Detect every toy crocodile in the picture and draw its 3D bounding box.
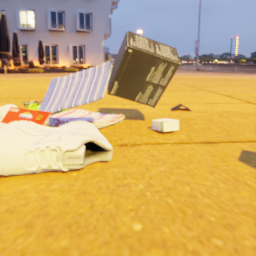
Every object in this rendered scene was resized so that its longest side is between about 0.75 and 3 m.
[{"bbox_3d":[-3.512,-0.759,11.825,0.736,0.673,2.181,10,21,30],"label":"toy crocodile"}]

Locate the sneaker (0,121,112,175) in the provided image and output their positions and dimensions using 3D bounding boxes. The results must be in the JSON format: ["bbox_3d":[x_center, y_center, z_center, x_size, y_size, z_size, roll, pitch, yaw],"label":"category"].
[{"bbox_3d":[-1.634,0.444,5.987,2.932,1.092,1.277,-11,22,-36],"label":"sneaker"}]

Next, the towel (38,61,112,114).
[{"bbox_3d":[-1.462,-1.077,7.615,2.051,0.245,1.485,-12,45,23],"label":"towel"}]

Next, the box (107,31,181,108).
[{"bbox_3d":[0.451,-1.914,9.472,1.825,2.004,1.043,14,42,-17],"label":"box"}]

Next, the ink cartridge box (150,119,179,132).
[{"bbox_3d":[1.175,-0.108,9.313,0.585,0.336,0.999,-7,8,-23],"label":"ink cartridge box"}]

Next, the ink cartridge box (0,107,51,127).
[{"bbox_3d":[-2.980,0.023,7.179,1.683,1.461,0.366,8,-28,30],"label":"ink cartridge box"}]

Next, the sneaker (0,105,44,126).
[{"bbox_3d":[-3.688,-0.138,8.466,2.517,0.942,1.254,11,18,38],"label":"sneaker"}]

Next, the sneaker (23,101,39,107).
[{"bbox_3d":[-5.011,-1.219,14.377,0.800,0.295,0.320,-6,1,-41],"label":"sneaker"}]

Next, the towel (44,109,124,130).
[{"bbox_3d":[-1.780,-0.387,10.606,2.733,0.409,2.000,9,16,32],"label":"towel"}]

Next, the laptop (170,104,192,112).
[{"bbox_3d":[2.495,-0.856,13.276,0.806,0.467,0.755,28,14,-5],"label":"laptop"}]
